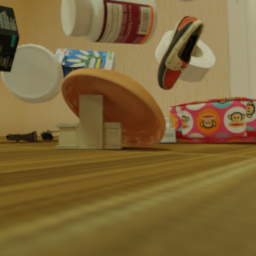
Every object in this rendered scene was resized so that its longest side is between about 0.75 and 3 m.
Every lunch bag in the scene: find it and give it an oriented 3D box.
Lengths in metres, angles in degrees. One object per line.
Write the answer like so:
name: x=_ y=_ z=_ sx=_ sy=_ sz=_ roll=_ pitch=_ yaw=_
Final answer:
lunch bag: x=2.473 y=-0.141 z=7.154 sx=2.532 sy=1.037 sz=2.230 roll=-1 pitch=-2 yaw=32

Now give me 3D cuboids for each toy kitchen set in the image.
toy kitchen set: x=-0.555 y=-0.073 z=4.434 sx=0.960 sy=0.783 sz=0.866 roll=0 pitch=-1 yaw=4

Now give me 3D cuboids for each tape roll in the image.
tape roll: x=2.276 y=-2.865 z=11.162 sx=2.306 sy=2.306 sz=0.806 roll=1 pitch=-39 yaw=-27

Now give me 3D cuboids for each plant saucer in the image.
plant saucer: x=-0.195 y=-0.295 z=4.150 sx=1.658 sy=0.310 sz=1.658 roll=22 pitch=-27 yaw=12

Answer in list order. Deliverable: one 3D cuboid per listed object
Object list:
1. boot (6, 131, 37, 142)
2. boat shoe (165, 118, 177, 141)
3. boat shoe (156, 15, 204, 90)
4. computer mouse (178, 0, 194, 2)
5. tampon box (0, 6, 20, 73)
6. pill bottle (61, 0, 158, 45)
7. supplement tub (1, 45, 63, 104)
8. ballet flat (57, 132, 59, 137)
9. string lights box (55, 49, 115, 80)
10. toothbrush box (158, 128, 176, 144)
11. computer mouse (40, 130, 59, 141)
boot: x=-3.027 y=0.245 z=7.950 sx=0.809 sy=0.322 sz=0.929 roll=1 pitch=1 yaw=-23
boat shoe: x=1.298 y=0.051 z=9.602 sx=0.873 sy=0.776 sz=2.374 roll=0 pitch=-1 yaw=4
boat shoe: x=1.676 y=-2.316 z=9.123 sx=0.898 sy=2.522 sz=0.789 roll=-3 pitch=33 yaw=-39
computer mouse: x=1.509 y=-4.145 z=8.727 sx=1.571 sy=0.345 sz=0.861 roll=8 pitch=11 yaw=7
tampon box: x=-3.622 y=-2.185 z=6.641 sx=1.662 sy=1.049 sz=1.245 roll=-1 pitch=-32 yaw=-36
pill bottle: x=-0.490 y=-2.891 z=7.342 sx=2.277 sy=1.300 sz=1.300 roll=-6 pitch=2 yaw=-29
supplement tub: x=-3.113 y=-1.736 z=9.365 sx=1.843 sy=1.843 sz=2.535 roll=0 pitch=5 yaw=-12
ballet flat: x=-2.882 y=0.300 z=14.058 sx=0.592 sy=0.592 sz=1.674 roll=-1 pitch=-1 yaw=31
string lights box: x=-1.810 y=-2.567 z=11.571 sx=2.427 sy=1.247 sz=0.716 roll=4 pitch=-41 yaw=2
toothbrush box: x=0.712 y=0.190 z=6.776 sx=0.629 sy=0.367 sz=0.860 roll=0 pitch=-1 yaw=-12
computer mouse: x=-2.214 y=0.262 z=10.711 sx=2.162 sy=0.474 sz=1.185 roll=-6 pitch=-3 yaw=-30
